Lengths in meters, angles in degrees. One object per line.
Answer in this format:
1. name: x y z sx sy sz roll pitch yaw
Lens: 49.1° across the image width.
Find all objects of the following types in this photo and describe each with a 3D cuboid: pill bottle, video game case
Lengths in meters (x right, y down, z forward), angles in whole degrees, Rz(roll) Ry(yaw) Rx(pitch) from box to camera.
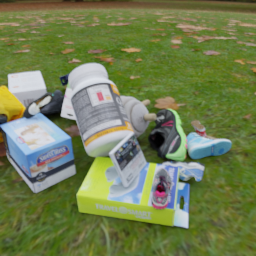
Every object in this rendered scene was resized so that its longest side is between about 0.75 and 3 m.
1. pill bottle: -0.956 -0.583 9.191 1.634 1.634 2.808 -13 70 -21
2. video game case: 0.021 0.872 7.852 0.139 1.081 1.189 -9 22 38

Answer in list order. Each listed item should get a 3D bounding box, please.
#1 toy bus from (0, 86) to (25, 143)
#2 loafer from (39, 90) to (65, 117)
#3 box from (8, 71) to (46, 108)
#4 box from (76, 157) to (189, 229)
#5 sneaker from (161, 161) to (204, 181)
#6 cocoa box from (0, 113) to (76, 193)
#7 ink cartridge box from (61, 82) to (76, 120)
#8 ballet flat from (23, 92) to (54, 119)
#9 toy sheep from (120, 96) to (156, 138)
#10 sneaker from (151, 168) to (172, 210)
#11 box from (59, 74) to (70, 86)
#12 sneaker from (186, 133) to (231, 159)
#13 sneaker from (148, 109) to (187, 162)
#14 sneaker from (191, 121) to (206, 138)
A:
1. toy bus: -5.070 -0.230 10.214 1.897 2.796 2.684 43 13 12
2. loafer: -3.179 -1.182 12.641 2.871 1.008 0.975 -22 5 -36
3. box: -4.813 -1.686 13.478 1.575 1.234 2.532 -11 32 -18
4. box: 0.250 1.769 8.056 2.985 0.711 1.820 5 31 11
5. sneaker: 1.643 1.364 8.844 1.467 0.565 0.555 -2 -13 34
6. cocoa box: -2.951 0.704 9.110 1.487 1.463 2.230 -23 37 -34
7. ink cartridge box: -2.247 -1.116 12.013 0.900 1.537 0.517 14 -1 14
8. ballet flat: -2.988 -0.760 9.320 1.225 0.417 0.419 -45 27 -12
9. toy sheep: -0.066 -0.373 10.651 2.743 1.891 1.891 -9 18 42
10. sneaker: 0.904 1.495 7.309 0.534 0.495 1.325 4 31 6
11. box: -2.542 -2.540 14.166 1.729 1.047 0.280 -22 76 -9
12. sneaker: 2.822 0.517 10.260 1.673 0.666 1.092 -7 32 -14
13. sneaker: 1.328 0.131 10.475 1.233 1.130 2.944 1 28 -6
14. sneaker: 2.768 0.087 10.990 0.344 0.543 0.966 -20 24 0
